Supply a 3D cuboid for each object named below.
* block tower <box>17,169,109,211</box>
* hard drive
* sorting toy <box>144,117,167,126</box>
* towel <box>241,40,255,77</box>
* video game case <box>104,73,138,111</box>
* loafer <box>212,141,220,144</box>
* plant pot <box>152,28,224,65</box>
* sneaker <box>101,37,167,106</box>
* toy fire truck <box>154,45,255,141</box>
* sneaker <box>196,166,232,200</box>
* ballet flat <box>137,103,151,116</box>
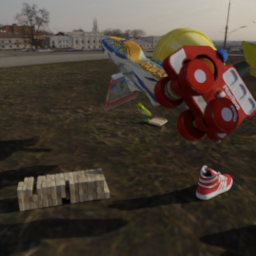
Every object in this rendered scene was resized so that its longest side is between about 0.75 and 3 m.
[{"bbox_3d":[-1.810,1.730,8.015,2.455,0.710,0.663,-4,21,-13],"label":"block tower"},{"bbox_3d":[2.817,-1.128,9.189,1.646,2.359,0.388,-26,70,-45],"label":"hard drive"},{"bbox_3d":[1.365,-0.334,14.260,1.023,0.151,0.756,16,30,29],"label":"sorting toy"},{"bbox_3d":[4.413,-2.339,9.740,0.148,1.644,0.707,-46,42,-4],"label":"towel"},{"bbox_3d":[-0.129,-1.546,10.898,1.547,2.164,0.189,-26,72,-23],"label":"video game case"},{"bbox_3d":[2.757,0.142,8.570,0.271,0.778,0.293,37,-18,-14],"label":"loafer"},{"bbox_3d":[2.533,-2.567,11.327,2.631,2.631,2.476,-4,25,-11],"label":"plant pot"},{"bbox_3d":[0.111,-1.761,8.727,1.098,1.286,2.917,-26,56,-35],"label":"sneaker"},{"bbox_3d":[2.096,-1.004,7.291,2.176,2.591,1.453,-37,6,-27],"label":"toy fire truck"},{"bbox_3d":[2.641,1.489,8.378,1.545,0.869,0.550,-17,26,-37],"label":"sneaker"},{"bbox_3d":[0.620,-0.727,11.646,0.263,0.262,0.784,-29,60,-16],"label":"ballet flat"}]
